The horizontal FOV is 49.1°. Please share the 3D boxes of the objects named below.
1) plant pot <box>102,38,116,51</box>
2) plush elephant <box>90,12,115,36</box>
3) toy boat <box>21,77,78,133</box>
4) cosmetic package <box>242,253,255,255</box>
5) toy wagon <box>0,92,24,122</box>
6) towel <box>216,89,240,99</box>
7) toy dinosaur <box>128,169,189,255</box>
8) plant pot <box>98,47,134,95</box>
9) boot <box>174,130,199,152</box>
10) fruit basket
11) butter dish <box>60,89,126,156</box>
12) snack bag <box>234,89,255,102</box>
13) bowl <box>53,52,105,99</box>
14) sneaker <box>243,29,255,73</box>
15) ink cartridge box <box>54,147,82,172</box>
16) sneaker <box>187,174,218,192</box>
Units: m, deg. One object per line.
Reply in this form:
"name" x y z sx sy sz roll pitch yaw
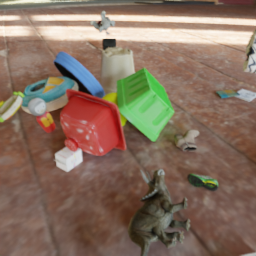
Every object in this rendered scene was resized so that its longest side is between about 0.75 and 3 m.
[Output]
"plant pot" -1.264 -5.311 18.554 0.935 0.937 0.831 0 43 -1
"plush elephant" -0.763 -3.289 8.824 0.618 0.750 0.581 -36 9 -10
"toy boat" -3.182 -1.152 10.882 2.447 1.353 2.911 -18 38 5
"cosmetic package" 2.438 2.926 5.538 1.017 0.263 0.767 -6 35 -10
"toy wagon" -4.762 -0.840 11.092 1.692 0.335 1.312 9 60 53
"towel" 4.637 -1.587 13.035 0.912 0.099 0.669 -7 32 -2
"toy dinosaur" 0.592 2.154 6.394 1.345 1.013 2.631 1 36 28
"plant pot" -0.523 -2.655 13.119 2.094 1.917 2.094 0 31 0
"boot" 2.106 0.462 9.546 1.096 0.385 0.802 -11 39 -16
"fruit basket" 0.029 -0.685 10.431 2.918 2.105 2.918 -38 27 23
"butter dish" -1.331 0.104 8.713 2.104 2.098 1.555 21 51 29
"snack bag" 5.458 -1.524 13.001 0.934 0.100 0.880 -29 41 -36
"bowl" -2.103 -2.082 11.840 0.509 2.592 2.592 -49 48 -10
"sneaker" 4.245 -2.353 8.706 0.982 0.602 1.509 16 76 0
"ink cartridge box" -1.854 0.942 8.583 0.487 0.475 0.758 20 37 30
"sneaker" 2.092 1.498 7.884 0.866 0.338 0.369 19 28 13
